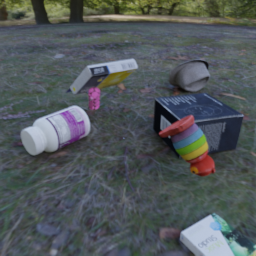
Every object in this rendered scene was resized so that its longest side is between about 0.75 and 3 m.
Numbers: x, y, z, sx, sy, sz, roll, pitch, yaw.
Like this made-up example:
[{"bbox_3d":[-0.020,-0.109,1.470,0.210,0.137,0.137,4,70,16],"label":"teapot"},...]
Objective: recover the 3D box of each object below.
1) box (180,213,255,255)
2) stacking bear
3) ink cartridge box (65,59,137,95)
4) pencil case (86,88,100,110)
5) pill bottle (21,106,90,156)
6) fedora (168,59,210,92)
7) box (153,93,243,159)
[{"bbox_3d":[2.292,2.891,6.706,1.251,0.315,1.733,-18,33,-30],"label":"box"},{"bbox_3d":[1.988,0.660,8.650,1.056,1.857,1.128,-32,3,-34],"label":"stacking bear"},{"bbox_3d":[-1.278,-2.213,13.036,2.578,0.613,2.609,-21,-8,-37],"label":"ink cartridge box"},{"bbox_3d":[-1.568,-1.272,12.681,0.582,1.283,0.601,8,65,-1],"label":"pencil case"},{"bbox_3d":[-2.811,0.128,10.945,1.375,1.375,2.450,22,35,36],"label":"pill bottle"},{"bbox_3d":[3.810,-2.920,16.626,2.580,2.282,1.165,-13,59,-21],"label":"fedora"},{"bbox_3d":[2.670,-0.210,11.311,2.529,1.595,2.573,-9,28,-16],"label":"box"}]
